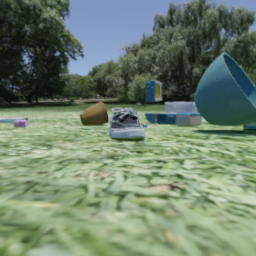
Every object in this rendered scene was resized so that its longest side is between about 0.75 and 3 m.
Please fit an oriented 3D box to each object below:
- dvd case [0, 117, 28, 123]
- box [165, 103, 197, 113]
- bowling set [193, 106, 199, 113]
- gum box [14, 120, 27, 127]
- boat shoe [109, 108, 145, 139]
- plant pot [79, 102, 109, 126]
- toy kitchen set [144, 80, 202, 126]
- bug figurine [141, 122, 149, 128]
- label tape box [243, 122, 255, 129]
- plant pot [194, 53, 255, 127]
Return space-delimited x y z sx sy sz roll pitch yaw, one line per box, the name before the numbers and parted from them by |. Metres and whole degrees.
dvd case | -6.613 -0.446 15.782 1.605 0.242 2.198 -1 4 -13
box | 3.294 -1.013 17.324 1.711 1.118 1.702 2 5 23
bowling set | 4.486 -0.649 13.757 2.564 1.376 1.784 2 23 14
gum box | -4.623 -0.182 12.018 0.451 0.263 0.795 -1 4 -15
boat shoe | -0.081 -0.159 7.939 0.887 0.820 2.401 -1 4 -7
plant pot | -1.609 -0.535 12.824 1.118 1.041 1.041 -19 12 -23
toy kitchen set | 1.955 -1.207 13.181 2.657 2.128 1.565 3 4 32
bug figurine | 0.231 -0.042 10.253 0.998 0.257 0.774 -5 1 -18
label tape box | 5.659 -0.390 10.892 1.917 0.885 2.676 3 3 29
plant pot | 3.249 -1.003 9.467 1.665 2.472 2.472 -37 -18 32
